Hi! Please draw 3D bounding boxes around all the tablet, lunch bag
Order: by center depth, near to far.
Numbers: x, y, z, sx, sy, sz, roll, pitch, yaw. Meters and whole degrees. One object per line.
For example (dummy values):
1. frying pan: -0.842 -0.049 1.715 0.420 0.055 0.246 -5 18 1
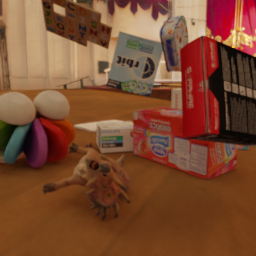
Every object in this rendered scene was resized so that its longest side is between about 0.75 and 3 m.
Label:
1. lunch bag: 1.175 -2.127 7.120 0.495 1.311 1.051 6 47 29
2. tablet: -1.175 -0.127 13.707 2.532 0.173 1.648 -10 15 -40

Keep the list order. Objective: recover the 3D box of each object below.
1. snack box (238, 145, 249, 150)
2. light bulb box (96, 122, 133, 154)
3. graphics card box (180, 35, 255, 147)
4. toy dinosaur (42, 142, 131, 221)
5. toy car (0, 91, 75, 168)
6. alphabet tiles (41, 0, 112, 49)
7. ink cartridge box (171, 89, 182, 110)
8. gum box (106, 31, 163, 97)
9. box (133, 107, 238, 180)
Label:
1. snack box: 3.171 0.327 10.571 2.548 0.473 1.480 4 12 21
2. light bulb box: -0.381 0.292 9.770 1.338 0.843 1.350 -2 11 -12
3. graphics card box: 1.835 -0.447 4.517 2.276 1.428 0.579 6 -13 -32
4. toy dinosaur: -0.437 1.047 5.695 1.755 1.111 2.590 17 3 27
5. toy car: -2.680 0.251 8.016 2.547 2.229 1.910 -11 52 -47
6. alphabet tiles: -1.562 -3.126 8.532 2.192 0.083 1.833 22 -20 -3
7. ink cartridge box: 3.224 -0.729 12.225 2.623 1.895 1.110 8 14 36
8. gum box: 0.275 -2.632 11.735 1.927 2.269 0.505 13 13 -6
9. box: 1.558 0.279 8.212 1.405 1.467 2.942 -9 14 -38
